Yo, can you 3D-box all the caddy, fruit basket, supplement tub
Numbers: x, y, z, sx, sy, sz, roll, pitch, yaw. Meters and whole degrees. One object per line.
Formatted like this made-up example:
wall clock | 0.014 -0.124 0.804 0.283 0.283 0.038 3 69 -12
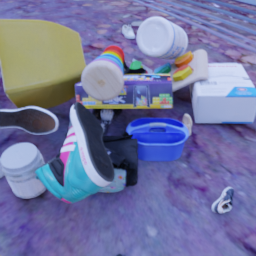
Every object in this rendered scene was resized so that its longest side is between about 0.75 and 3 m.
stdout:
caddy | 0.897 0.263 8.739 1.917 1.006 1.355 0 36 1
fruit basket | 0.508 -2.251 11.494 1.000 0.469 0.927 31 55 -26
supplement tub | 1.439 -3.571 11.407 1.495 1.495 2.265 20 18 24

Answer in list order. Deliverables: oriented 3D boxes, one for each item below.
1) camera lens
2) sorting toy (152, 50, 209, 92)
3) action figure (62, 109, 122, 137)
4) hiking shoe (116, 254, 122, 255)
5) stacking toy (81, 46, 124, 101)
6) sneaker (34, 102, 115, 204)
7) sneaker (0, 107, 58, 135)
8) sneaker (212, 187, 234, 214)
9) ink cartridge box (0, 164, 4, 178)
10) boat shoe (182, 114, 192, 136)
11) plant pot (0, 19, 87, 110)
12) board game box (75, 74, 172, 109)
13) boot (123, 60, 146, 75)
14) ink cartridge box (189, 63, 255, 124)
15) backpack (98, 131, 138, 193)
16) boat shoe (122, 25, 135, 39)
camera lens | -2.634 1.132 7.245 0.989 1.236 0.989 -2 40 2
sorting toy | 1.819 -2.205 11.414 2.789 0.509 2.581 -19 30 25
action figure | -1.150 -0.212 9.148 1.502 1.289 2.527 14 35 15
hiking shoe | 0.167 2.892 5.888 0.923 0.343 0.400 25 35 15
stacking toy | -0.563 -1.757 7.928 1.068 1.068 2.501 2 33 3
sneaker | -1.324 0.645 6.419 1.647 1.140 2.727 -38 36 12
sneaker | -2.933 -0.279 8.473 2.149 0.782 0.910 8 7 17
sneaker | 2.498 1.853 7.070 0.861 0.338 0.342 -39 21 -27
ink cartridge box | -4.241 1.302 7.726 0.978 0.567 1.325 20 43 26
boat shoe | 1.893 -0.042 9.164 0.307 0.832 0.288 18 40 41
plant pot | -2.816 -2.160 9.796 2.609 2.550 2.534 -12 79 -10
board game box | -0.020 -1.278 9.334 2.916 0.827 2.410 0 16 6
boot | -0.008 -2.268 10.630 1.274 0.952 0.479 -22 25 -3
ink cartridge box | 3.463 -1.387 10.606 2.040 1.196 2.786 1 33 7
backpack | -0.763 0.960 7.577 2.068 1.309 1.726 -1 25 2
boat shoe | 0.018 -5.988 17.236 0.566 0.653 1.532 -10 38 -13
